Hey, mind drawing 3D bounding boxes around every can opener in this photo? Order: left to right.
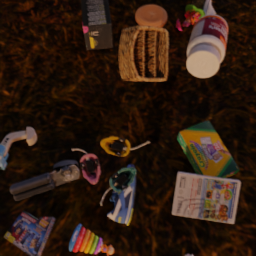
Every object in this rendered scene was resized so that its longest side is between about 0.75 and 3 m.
[{"bbox_3d":[-2.931,1.818,10.033,2.426,0.647,0.811,-18,32,-8],"label":"can opener"}]

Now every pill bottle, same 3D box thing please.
[{"bbox_3d":[2.975,-3.094,10.585,1.377,1.377,2.514,16,51,8],"label":"pill bottle"}]

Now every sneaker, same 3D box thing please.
[{"bbox_3d":[-0.173,2.215,9.637,0.859,0.773,2.089,7,62,6],"label":"sneaker"},{"bbox_3d":[3.947,-5.665,13.766,0.656,0.677,1.853,16,73,-2],"label":"sneaker"}]

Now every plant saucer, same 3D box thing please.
[{"bbox_3d":[1.148,-5.556,13.868,1.595,0.257,1.595,0,64,1],"label":"plant saucer"}]

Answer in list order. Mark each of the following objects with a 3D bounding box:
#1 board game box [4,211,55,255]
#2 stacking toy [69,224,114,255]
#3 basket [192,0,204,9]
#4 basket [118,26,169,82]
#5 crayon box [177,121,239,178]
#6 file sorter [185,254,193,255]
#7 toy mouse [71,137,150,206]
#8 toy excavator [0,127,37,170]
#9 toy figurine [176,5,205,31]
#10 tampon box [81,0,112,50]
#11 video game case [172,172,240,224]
[{"bbox_3d":[-3.109,3.380,9.233,1.313,0.405,1.313,28,65,14],"label":"board game box"},{"bbox_3d":[-1.127,3.734,8.962,1.446,0.794,0.839,22,62,-2],"label":"stacking toy"},{"bbox_3d":[3.510,-6.337,14.099,0.568,0.544,0.762,21,65,9],"label":"basket"},{"bbox_3d":[0.568,-2.690,10.248,1.455,1.394,1.954,7,99,30],"label":"basket"},{"bbox_3d":[2.887,0.932,10.342,1.286,0.631,2.166,-21,65,-10],"label":"crayon box"},{"bbox_3d":[1.702,4.680,8.271,1.061,0.953,1.530,-16,65,-8],"label":"file sorter"},{"bbox_3d":[-0.674,1.401,9.216,2.518,0.487,2.238,8,85,-2],"label":"toy mouse"},{"bbox_3d":[-4.744,0.784,10.279,2.165,1.112,2.227,10,55,4],"label":"toy excavator"},{"bbox_3d":[2.843,-5.071,13.282,1.145,0.934,1.244,-47,40,-8],"label":"toy figurine"},{"bbox_3d":[-1.431,-4.837,12.795,1.251,1.486,1.982,-6,63,-3],"label":"tampon box"},{"bbox_3d":[2.616,2.363,9.469,2.079,0.187,1.489,8,95,4],"label":"video game case"}]
